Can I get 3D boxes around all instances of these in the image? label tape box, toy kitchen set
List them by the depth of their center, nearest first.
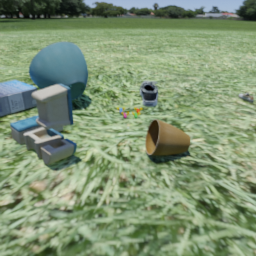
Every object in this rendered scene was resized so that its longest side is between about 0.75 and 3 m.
[{"bbox_3d":[-2.358,-0.437,8.344,1.565,2.128,2.657,-22,32,-38],"label":"toy kitchen set"},{"bbox_3d":[-5.360,-1.160,11.521,1.917,0.885,2.676,21,34,39],"label":"label tape box"}]

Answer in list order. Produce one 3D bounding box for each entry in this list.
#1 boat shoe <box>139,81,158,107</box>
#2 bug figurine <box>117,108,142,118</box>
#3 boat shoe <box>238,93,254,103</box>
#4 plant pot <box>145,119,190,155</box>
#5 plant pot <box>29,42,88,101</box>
[{"bbox_3d":[0.938,-1.740,12.835,0.887,0.820,2.401,3,24,7],"label":"boat shoe"},{"bbox_3d":[0.062,-0.595,10.994,0.998,0.257,0.774,1,29,-5],"label":"bug figurine"},{"bbox_3d":[5.398,-1.427,12.760,0.345,0.316,0.923,-8,25,-17],"label":"boat shoe"},{"bbox_3d":[1.195,0.353,8.155,1.118,1.041,1.041,10,21,-16],"label":"plant pot"},{"bbox_3d":[-2.682,-2.114,11.893,2.472,2.472,1.665,-19,64,-35],"label":"plant pot"}]
